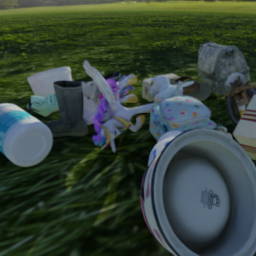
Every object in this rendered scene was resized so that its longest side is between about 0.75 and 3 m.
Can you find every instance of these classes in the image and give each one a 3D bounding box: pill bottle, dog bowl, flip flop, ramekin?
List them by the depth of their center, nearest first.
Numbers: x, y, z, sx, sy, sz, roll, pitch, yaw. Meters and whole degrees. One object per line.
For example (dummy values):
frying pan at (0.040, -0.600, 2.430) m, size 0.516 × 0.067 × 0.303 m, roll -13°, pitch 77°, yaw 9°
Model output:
dog bowl at (1.433, 1.407, 5.672) m, size 2.677 × 2.677 × 0.987 m, roll -18°, pitch -9°, yaw -29°
pill bottle at (1.207, 1.141, 6.994) m, size 1.462 × 1.462 × 2.605 m, roll 4°, pitch 29°, yaw 7°
pill bottle at (-3.652, 0.096, 8.918) m, size 1.428 × 1.428 × 2.578 m, roll -25°, pitch 37°, yaw -38°
flip flop at (2.420, -1.854, 12.297) m, size 2.884 × 0.830 × 1.170 m, roll 10°, pitch 58°, yaw -16°
ramekin at (-3.414, -1.974, 12.541) m, size 1.918 × 1.007 × 1.918 m, roll -15°, pitch 8°, yaw 2°

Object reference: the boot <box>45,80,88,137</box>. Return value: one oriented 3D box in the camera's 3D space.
boot at (-2.241, -0.625, 9.441) m, size 1.809 × 1.989 × 0.722 m, roll -2°, pitch 44°, yaw 6°

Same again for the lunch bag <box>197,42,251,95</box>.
lunch bag at (4.286, -2.864, 12.997) m, size 1.717 × 2.067 × 2.465 m, roll -18°, pitch 22°, yaw -2°

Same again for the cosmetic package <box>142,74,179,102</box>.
cosmetic package at (1.546, -1.901, 13.084) m, size 1.746 × 0.918 × 0.621 m, roll -19°, pitch 35°, yaw -27°

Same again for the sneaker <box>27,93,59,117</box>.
sneaker at (-2.971, -0.988, 10.220) m, size 0.965 × 1.637 × 0.602 m, roll 22°, pitch 46°, yaw -48°

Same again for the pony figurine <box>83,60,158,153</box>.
pony figurine at (-0.577, -0.802, 9.631) m, size 2.915 × 2.428 × 2.814 m, roll -34°, pitch 82°, yaw -40°

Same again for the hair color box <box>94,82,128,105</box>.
hair color box at (-0.942, -1.512, 12.340) m, size 1.068 × 0.616 × 1.927 m, roll 0°, pitch 23°, yaw 34°

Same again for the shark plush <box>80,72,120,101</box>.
shark plush at (-1.420, -1.373, 10.537) m, size 1.167 × 2.803 × 1.273 m, roll -1°, pitch 52°, yaw -51°

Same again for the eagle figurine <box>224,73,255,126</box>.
eagle figurine at (4.091, -0.931, 9.965) m, size 1.391 × 1.384 × 1.834 m, roll 35°, pitch -1°, yaw 45°

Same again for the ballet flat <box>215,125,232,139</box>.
ballet flat at (3.282, 0.287, 9.551) m, size 0.484 × 0.484 × 1.303 m, roll -4°, pitch 30°, yaw -7°

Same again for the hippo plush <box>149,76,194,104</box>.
hippo plush at (1.337, -1.453, 11.078) m, size 1.401 × 1.759 × 1.414 m, roll -9°, pitch 46°, yaw -35°

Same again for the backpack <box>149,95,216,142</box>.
backpack at (1.667, -0.180, 9.294) m, size 1.822 × 1.589 × 2.073 m, roll -15°, pitch 30°, yaw -14°

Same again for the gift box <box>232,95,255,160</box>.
gift box at (4.164, -0.005, 7.632) m, size 1.683 × 1.663 × 1.802 m, roll 18°, pitch 75°, yaw 50°

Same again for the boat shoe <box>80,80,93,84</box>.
boat shoe at (-1.802, -2.172, 14.035) m, size 1.276 × 0.438 × 0.537 m, roll -8°, pitch 30°, yaw -14°
